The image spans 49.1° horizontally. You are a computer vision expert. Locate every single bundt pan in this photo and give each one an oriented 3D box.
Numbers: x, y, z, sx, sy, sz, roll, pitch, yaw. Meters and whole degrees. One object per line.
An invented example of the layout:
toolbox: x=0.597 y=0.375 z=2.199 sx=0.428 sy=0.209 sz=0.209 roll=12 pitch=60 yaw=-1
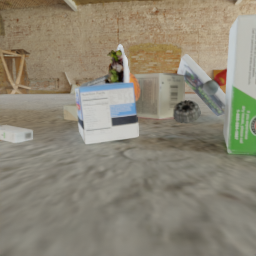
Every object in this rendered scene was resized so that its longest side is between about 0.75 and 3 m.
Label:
bundt pan: x=1.725 y=-0.531 z=8.316 sx=0.836 sy=0.314 sz=0.836 roll=-10 pitch=41 yaw=9

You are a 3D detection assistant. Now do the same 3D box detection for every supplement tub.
supplement tub: x=-0.671 y=-1.127 z=9.381 sx=2.005 sy=1.229 sz=1.229 roll=-10 pitch=0 yaw=39

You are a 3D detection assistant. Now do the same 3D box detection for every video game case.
video game case: x=2.444 y=-1.286 z=9.071 sx=0.252 sy=2.159 sz=1.962 roll=-42 pitch=-6 yaw=4

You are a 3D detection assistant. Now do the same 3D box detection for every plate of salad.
plate of salad: x=-0.348 y=-1.094 z=7.307 sx=0.507 sy=2.113 sz=2.113 roll=0 pitch=8 yaw=-9

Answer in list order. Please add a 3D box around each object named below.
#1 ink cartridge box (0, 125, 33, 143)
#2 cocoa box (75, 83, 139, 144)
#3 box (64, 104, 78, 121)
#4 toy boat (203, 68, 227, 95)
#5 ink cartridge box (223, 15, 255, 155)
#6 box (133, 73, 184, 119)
ink cartridge box: x=-2.360 y=0.113 z=5.607 sx=0.807 sy=0.203 sz=0.440 roll=8 pitch=11 yaw=28
cocoa box: x=-0.501 y=-0.371 z=5.750 sx=1.050 sy=1.034 sz=1.575 roll=-8 pitch=9 yaw=-12
box: x=-1.478 y=-0.486 z=8.890 sx=0.579 sy=0.474 sz=1.218 roll=-8 pitch=12 yaw=-42
toy boat: x=2.388 y=-0.637 z=6.192 sx=1.423 sy=0.787 sz=1.693 roll=38 pitch=17 yaw=-48
ink cartridge box: x=3.026 y=-0.643 z=4.285 sx=2.829 sy=2.074 sz=1.175 roll=3 pitch=13 yaw=14
box: x=0.713 y=-1.148 z=9.979 sx=1.256 sy=1.474 sz=2.305 roll=-7 pitch=11 yaw=-40
